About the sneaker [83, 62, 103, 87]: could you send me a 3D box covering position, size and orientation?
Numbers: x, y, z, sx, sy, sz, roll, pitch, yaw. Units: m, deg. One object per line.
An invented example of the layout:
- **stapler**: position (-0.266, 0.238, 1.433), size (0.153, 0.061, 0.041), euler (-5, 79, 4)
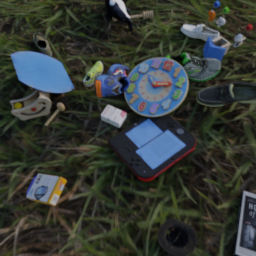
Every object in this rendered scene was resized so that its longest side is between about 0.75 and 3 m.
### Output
- **sneaker**: position (-1.465, -2.270, 11.784), size (0.447, 0.453, 1.186), euler (32, 93, 13)

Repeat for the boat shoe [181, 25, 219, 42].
- **boat shoe**: position (3.536, -4.754, 13.670), size (1.910, 0.662, 0.676), euler (22, 61, 13)

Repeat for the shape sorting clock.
- **shape sorting clock**: position (1.095, -1.707, 11.421), size (2.665, 0.523, 2.665), euler (-7, 66, 15)

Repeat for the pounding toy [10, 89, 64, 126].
- **pounding toy**: position (-3.562, -0.778, 11.017), size (1.979, 1.132, 1.135), euler (-15, 60, -8)

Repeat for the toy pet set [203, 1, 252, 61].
- **toy pet set**: position (4.008, -4.127, 12.541), size (1.130, 1.987, 2.128), euler (-29, 63, -26)

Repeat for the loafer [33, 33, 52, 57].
- **loafer**: position (-4.070, -4.031, 13.291), size (0.615, 0.569, 1.635), euler (-27, 63, -15)

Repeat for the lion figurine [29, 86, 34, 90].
- **lion figurine**: position (-4.098, -2.438, 12.351), size (0.984, 0.582, 1.606), euler (22, 57, 2)

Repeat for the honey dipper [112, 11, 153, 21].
- **honey dipper**: position (0.224, -5.734, 14.473), size (2.109, 0.400, 0.400), euler (-7, 59, 1)

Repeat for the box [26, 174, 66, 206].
- **box**: position (-2.711, 1.981, 9.103), size (1.464, 0.304, 0.872), euler (-3, 55, 41)

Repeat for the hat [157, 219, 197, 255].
- **hat**: position (1.525, 3.515, 8.832), size (1.214, 0.490, 1.214), euler (-2, 52, 3)

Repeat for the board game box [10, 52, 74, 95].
- **board game box**: position (-3.694, -2.185, 11.841), size (2.268, 0.559, 2.871), euler (1, 43, -38)

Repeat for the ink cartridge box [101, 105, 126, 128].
- **ink cartridge box**: position (-0.584, -0.467, 11.283), size (0.846, 0.350, 0.620), euler (24, 62, 14)

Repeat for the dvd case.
- **dvd case**: position (4.371, 3.293, 9.083), size (1.607, 0.264, 2.139), euler (16, 61, 9)

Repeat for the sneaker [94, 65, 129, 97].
- **sneaker**: position (-0.396, -1.837, 11.315), size (1.066, 1.023, 2.717), euler (10, 31, 14)

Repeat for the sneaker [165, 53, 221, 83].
- **sneaker**: position (2.753, -2.654, 12.135), size (2.691, 1.146, 1.050), euler (-6, 59, -4)

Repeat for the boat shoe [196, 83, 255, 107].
- **boat shoe**: position (4.061, -1.416, 11.162), size (2.620, 0.861, 0.936), euler (0, 76, 15)

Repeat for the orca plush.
- **orca plush**: position (-0.615, -5.839, 14.383), size (1.556, 1.051, 2.957), euler (3, 49, -52)

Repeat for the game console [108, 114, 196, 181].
- **game console**: position (0.921, 0.545, 10.513), size (2.668, 0.414, 2.360), euler (-32, 58, -19)
